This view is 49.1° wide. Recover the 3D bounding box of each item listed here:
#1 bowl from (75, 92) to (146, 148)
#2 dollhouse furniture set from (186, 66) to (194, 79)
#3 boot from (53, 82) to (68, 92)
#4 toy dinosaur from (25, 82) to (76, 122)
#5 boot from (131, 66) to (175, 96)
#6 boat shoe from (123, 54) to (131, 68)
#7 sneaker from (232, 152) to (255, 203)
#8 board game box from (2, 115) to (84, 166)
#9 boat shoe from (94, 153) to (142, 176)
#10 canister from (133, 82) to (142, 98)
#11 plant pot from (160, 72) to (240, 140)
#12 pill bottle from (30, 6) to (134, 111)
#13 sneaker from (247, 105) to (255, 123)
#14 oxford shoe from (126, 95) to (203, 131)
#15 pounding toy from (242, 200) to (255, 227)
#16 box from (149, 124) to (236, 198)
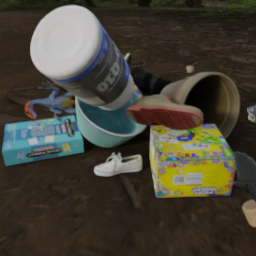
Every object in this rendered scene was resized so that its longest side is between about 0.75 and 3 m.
[{"bbox_3d":[-0.657,-0.314,8.784,2.348,1.228,2.348,16,45,-16],"label":"bowl"},{"bbox_3d":[2.648,-1.399,10.379,0.931,1.907,1.627,-17,10,-28],"label":"dollhouse furniture set"},{"bbox_3d":[-2.660,-2.228,11.770,2.190,0.703,2.041,-22,-19,36],"label":"boot"},{"bbox_3d":[-2.388,-0.701,9.811,2.112,1.222,2.327,-3,-9,5],"label":"toy dinosaur"},{"bbox_3d":[0.960,-1.620,11.287,1.971,0.992,2.636,21,17,-6],"label":"boot"},{"bbox_3d":[-0.336,-2.684,11.814,0.726,0.789,2.208,9,29,6],"label":"boat shoe"},{"bbox_3d":[2.470,1.163,5.594,0.727,1.393,0.418,-4,-20,26],"label":"sneaker"},{"bbox_3d":[-2.672,0.327,8.827,2.248,0.527,1.697,-8,30,-16],"label":"board game box"},{"bbox_3d":[-0.270,0.937,7.644,1.344,0.573,0.496,-5,24,-7],"label":"boat shoe"},{"bbox_3d":[-0.139,-1.164,10.112,0.785,1.813,1.347,-30,4,42],"label":"canister"},{"bbox_3d":[2.048,-0.711,9.194,2.318,2.318,2.011,-15,20,-24],"label":"plant pot"},{"bbox_3d":[-0.924,-1.516,7.154,1.675,1.675,2.945,12,-9,20],"label":"pill bottle"},{"bbox_3d":[4.258,-0.389,9.183,0.610,1.360,0.456,-16,59,23],"label":"sneaker"},{"bbox_3d":[1.018,-0.563,7.663,2.453,0.864,0.917,11,56,43],"label":"oxford shoe"},{"bbox_3d":[3.671,1.939,5.275,2.678,1.225,2.352,-13,20,45],"label":"pounding toy"},{"bbox_3d":[1.569,0.793,7.374,1.853,1.130,1.785,-1,29,-1],"label":"box"}]
